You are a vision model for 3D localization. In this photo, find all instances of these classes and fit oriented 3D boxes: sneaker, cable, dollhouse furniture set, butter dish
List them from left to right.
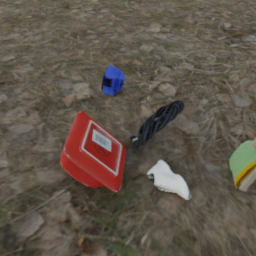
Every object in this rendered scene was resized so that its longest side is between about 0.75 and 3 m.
[{"bbox_3d":[-1.318,0.987,8.934,2.205,1.630,2.199,40,32,-22],"label":"butter dish"},{"bbox_3d":[0.978,-0.203,9.624,2.278,0.579,1.859,-40,1,3],"label":"cable"},{"bbox_3d":[1.283,1.739,8.761,0.762,0.652,1.749,-35,37,-14],"label":"sneaker"},{"bbox_3d":[3.643,0.393,8.341,1.138,2.948,1.474,22,29,-10],"label":"dollhouse furniture set"}]

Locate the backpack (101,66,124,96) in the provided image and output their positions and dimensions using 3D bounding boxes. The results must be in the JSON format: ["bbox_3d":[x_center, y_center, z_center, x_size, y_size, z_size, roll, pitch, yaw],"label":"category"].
[{"bbox_3d":[-0.735,-2.085,13.085,0.995,1.186,0.964,21,42,2],"label":"backpack"}]
